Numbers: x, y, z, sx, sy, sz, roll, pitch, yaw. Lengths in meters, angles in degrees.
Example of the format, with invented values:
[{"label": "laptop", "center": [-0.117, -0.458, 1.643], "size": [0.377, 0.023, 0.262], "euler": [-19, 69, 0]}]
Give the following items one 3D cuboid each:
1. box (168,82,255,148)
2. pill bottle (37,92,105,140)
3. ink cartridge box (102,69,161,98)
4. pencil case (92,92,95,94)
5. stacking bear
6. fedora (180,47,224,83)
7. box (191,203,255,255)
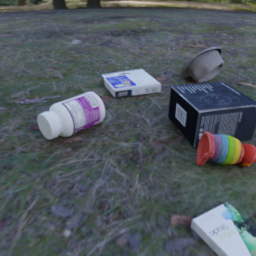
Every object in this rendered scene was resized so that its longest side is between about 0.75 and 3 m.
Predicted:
[{"label": "box", "center": [3.265, -0.647, 11.159], "size": [2.529, 1.595, 2.573], "euler": [-8, 31, -13]}, {"label": "pill bottle", "center": [-2.234, -0.453, 11.086], "size": [2.450, 1.375, 1.375], "euler": [-27, 39, -38]}, {"label": "ink cartridge box", "center": [0.092, -2.476, 15.436], "size": [2.578, 0.613, 2.609], "euler": [-11, 28, -15]}, {"label": "pencil case", "center": [-1.666, -1.256, 13.348], "size": [0.601, 0.582, 1.283], "euler": [-38, 33, 1]}, {"label": "stacking bear", "center": [3.356, 0.794, 9.255], "size": [1.857, 1.128, 1.056], "euler": [11, 62, -4]}, {"label": "fedora", "center": [4.430, -3.428, 16.098], "size": [2.580, 2.282, 1.165], "euler": [-29, 69, -2]}, {"label": "box", "center": [2.562, 2.633, 6.717], "size": [1.251, 0.315, 1.733], "euler": [-17, 35, -26]}]
